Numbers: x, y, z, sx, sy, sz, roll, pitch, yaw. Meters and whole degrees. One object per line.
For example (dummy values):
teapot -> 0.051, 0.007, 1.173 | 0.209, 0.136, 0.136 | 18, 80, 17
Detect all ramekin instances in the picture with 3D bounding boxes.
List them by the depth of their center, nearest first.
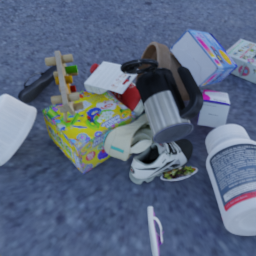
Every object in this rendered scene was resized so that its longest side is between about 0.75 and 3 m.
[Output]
ramekin -> -3.442, 0.008, 7.600 | 1.904, 0.928, 1.904 | -34, 35, 28

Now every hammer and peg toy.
hammer and peg toy -> -1.518, -0.964, 7.107 | 0.652, 1.850, 1.361 | -10, 81, -4

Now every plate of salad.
plate of salad -> 1.311, 1.154, 7.320 | 0.986, 0.237, 0.986 | -15, 5, 1

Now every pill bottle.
pill bottle -> 2.778, 1.154, 6.921 | 1.501, 1.501, 2.510 | -2, 45, -2

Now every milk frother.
milk frother -> 0.695, -0.711, 6.993 | 1.843, 1.663, 1.733 | -2, 61, -28

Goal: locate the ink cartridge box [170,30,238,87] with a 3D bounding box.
ink cartridge box -> 2.623, -2.327, 9.304 | 2.341, 0.894, 1.597 | -19, 71, -53

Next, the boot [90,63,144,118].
boot -> -0.403, -1.285, 8.866 | 1.796, 0.901, 2.489 | 32, 12, -23

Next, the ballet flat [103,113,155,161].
ballet flat -> 0.389, 0.218, 7.856 | 0.948, 0.948, 2.729 | 26, 30, 24

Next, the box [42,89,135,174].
box -> -1.129, -0.048, 8.333 | 1.971, 1.202, 1.898 | -30, 52, -27

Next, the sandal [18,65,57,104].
sandal -> -3.251, -1.682, 10.178 | 0.521, 0.926, 2.435 | 36, 40, -5

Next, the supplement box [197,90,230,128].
supplement box -> 2.660, -0.620, 8.759 | 0.802, 0.819, 1.585 | 11, 22, 14

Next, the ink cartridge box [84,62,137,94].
ink cartridge box -> -0.453, -1.410, 8.280 | 1.367, 0.323, 1.095 | 19, 57, 27

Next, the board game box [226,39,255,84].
board game box -> 5.146, -2.603, 11.250 | 2.330, 0.749, 1.719 | 32, 52, 27

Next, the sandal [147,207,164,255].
sandal -> 0.588, 2.106, 5.822 | 0.304, 0.503, 1.235 | -6, 32, 1

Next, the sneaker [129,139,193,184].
sneaker -> 1.018, 0.732, 7.759 | 2.152, 0.952, 0.797 | -27, 50, -26

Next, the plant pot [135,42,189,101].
plant pot -> 1.415, -1.703, 9.664 | 1.836, 2.106, 2.106 | 8, 42, -18
